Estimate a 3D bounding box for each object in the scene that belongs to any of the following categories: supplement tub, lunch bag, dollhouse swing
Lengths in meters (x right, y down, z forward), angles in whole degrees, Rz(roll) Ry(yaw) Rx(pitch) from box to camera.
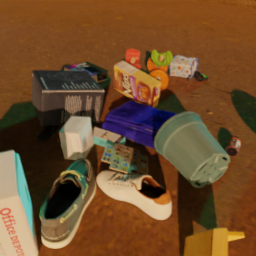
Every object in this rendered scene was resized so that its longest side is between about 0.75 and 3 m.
[{"bbox_3d":[3.428,0.579,9.122,0.404,0.404,0.755,14,35,22],"label":"supplement tub"},{"bbox_3d":[2.955,-3.287,14.782,1.288,0.938,1.515,13,42,20],"label":"lunch bag"},{"bbox_3d":[1.758,2.490,5.606,0.882,1.003,0.912,23,54,-11],"label":"dollhouse swing"}]

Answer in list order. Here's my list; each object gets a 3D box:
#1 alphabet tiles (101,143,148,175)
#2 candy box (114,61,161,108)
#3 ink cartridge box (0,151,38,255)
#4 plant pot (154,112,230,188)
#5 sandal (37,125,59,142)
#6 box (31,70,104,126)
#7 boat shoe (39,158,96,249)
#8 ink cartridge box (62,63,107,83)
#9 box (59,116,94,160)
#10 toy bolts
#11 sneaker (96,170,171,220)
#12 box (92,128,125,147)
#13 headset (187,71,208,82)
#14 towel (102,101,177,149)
[{"bbox_3d":[-0.063,0.901,8.233,1.361,0.052,1.635,17,20,-3],"label":"alphabet tiles"},{"bbox_3d":[0.323,-1.772,11.681,2.099,1.225,0.593,36,54,27],"label":"candy box"},{"bbox_3d":[-3.435,1.846,5.330,2.998,2.179,1.312,-12,43,-19],"label":"ink cartridge box"},{"bbox_3d":[1.865,0.675,7.965,1.682,1.682,1.647,-14,42,-21],"label":"plant pot"},{"bbox_3d":[-2.826,0.048,10.018,0.482,0.307,1.282,9,31,3],"label":"sandal"},{"bbox_3d":[-2.384,-1.215,10.711,2.222,1.401,2.260,-2,30,-27],"label":"box"},{"bbox_3d":[-1.436,1.604,7.082,0.986,0.824,2.758,5,33,7],"label":"boat shoe"},{"bbox_3d":[-2.400,-2.924,14.672,1.254,0.491,2.649,-25,37,-33],"label":"ink cartridge box"},{"bbox_3d":[-1.613,0.323,8.895,0.682,1.038,1.043,4,32,13],"label":"box"},{"bbox_3d":[0.818,-2.673,13.866,2.371,1.644,2.265,6,72,-9],"label":"toy bolts"},{"bbox_3d":[0.127,1.433,7.258,2.261,0.957,0.823,19,38,29],"label":"sneaker"},{"bbox_3d":[-0.759,0.377,9.521,1.256,0.309,0.517,17,36,25],"label":"box"},{"bbox_3d":[3.542,-2.543,14.217,1.089,0.511,0.672,5,32,-21],"label":"headset"},{"bbox_3d":[0.784,-0.195,9.892,2.873,0.712,2.122,19,37,28],"label":"towel"}]
